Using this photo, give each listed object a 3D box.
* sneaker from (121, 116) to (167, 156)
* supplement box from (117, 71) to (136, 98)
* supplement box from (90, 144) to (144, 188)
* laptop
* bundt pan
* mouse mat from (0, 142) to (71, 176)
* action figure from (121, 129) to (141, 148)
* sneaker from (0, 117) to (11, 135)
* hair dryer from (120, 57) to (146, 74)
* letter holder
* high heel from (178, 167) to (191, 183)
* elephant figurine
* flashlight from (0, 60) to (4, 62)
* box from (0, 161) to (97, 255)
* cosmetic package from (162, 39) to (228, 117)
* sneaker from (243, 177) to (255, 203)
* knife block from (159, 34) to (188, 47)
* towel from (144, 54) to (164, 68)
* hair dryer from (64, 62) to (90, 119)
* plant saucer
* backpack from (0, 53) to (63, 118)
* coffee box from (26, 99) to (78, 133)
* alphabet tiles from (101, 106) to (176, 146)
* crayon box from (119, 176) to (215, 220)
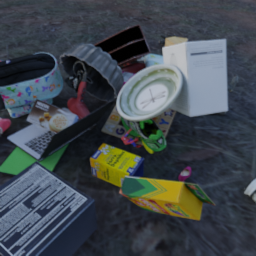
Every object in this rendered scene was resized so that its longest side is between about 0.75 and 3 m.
[{"bbox_3d":[0.542,-0.141,9.908,0.940,1.027,2.410,-32,48,-17],"label":"sneaker"},{"bbox_3d":[0.385,-1.747,12.514,1.900,0.961,0.982,16,41,21],"label":"supplement box"},{"bbox_3d":[-0.344,1.236,8.856,1.493,0.818,0.813,18,43,22],"label":"supplement box"},{"bbox_3d":[-2.416,-0.295,9.979,2.992,1.734,2.802,26,42,29],"label":"laptop"},{"bbox_3d":[-1.317,-2.298,11.308,2.786,2.786,1.046,25,70,28],"label":"bundt pan"},{"bbox_3d":[-3.198,0.917,9.838,1.836,0.086,2.282,9,37,10],"label":"mouse mat"},{"bbox_3d":[0.179,0.368,9.620,1.121,0.555,0.366,16,36,-56],"label":"action figure"},{"bbox_3d":[-5.013,0.343,10.275,0.817,0.694,1.884,34,53,18],"label":"sneaker"},{"bbox_3d":[0.128,-3.088,14.561,2.197,0.784,2.885,7,27,21],"label":"hair dryer"},{"bbox_3d":[-0.747,-3.446,12.963,2.879,1.448,2.046,-17,14,29],"label":"letter holder"},{"bbox_3d":[1.827,1.427,8.966,0.277,0.395,0.823,25,45,28],"label":"high heel"},{"bbox_3d":[3.766,-1.385,11.618,1.066,1.507,1.169,22,43,25],"label":"elephant figurine"},{"bbox_3d":[-7.009,-3.269,14.935,0.363,0.361,1.067,19,41,7],"label":"flashlight"},{"bbox_3d":[-2.327,2.364,6.976,2.214,1.376,2.232,25,45,29],"label":"box"},{"bbox_3d":[2.233,-1.726,9.607,1.394,2.268,2.260,-7,14,-9],"label":"cosmetic package"},{"bbox_3d":[4.806,1.771,8.314,2.483,0.937,1.429,-26,54,-19],"label":"sneaker"},{"bbox_3d":[2.586,-5.012,16.887,1.824,0.665,2.078,12,40,16],"label":"knife block"},{"bbox_3d":[1.910,-2.893,13.492,2.213,0.533,1.894,7,34,-8],"label":"towel"},{"bbox_3d":[-1.975,-1.226,11.053,0.639,1.790,2.350,-17,85,-30],"label":"hair dryer"},{"bbox_3d":[0.745,-1.048,9.124,2.343,0.588,2.343,-20,45,22],"label":"plant saucer"},{"bbox_3d":[-4.189,-1.912,11.709,2.854,2.148,2.533,-24,43,-10],"label":"backpack"},{"bbox_3d":[-2.670,-0.315,9.985,1.529,0.610,0.874,23,83,0],"label":"coffee box"},{"bbox_3d":[0.614,-0.648,10.968,2.364,0.107,2.829,18,63,18],"label":"alphabet tiles"},{"bbox_3d":[0.957,1.755,6.967,2.030,1.288,0.515,-3,56,38],"label":"crayon box"}]
